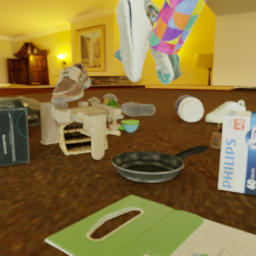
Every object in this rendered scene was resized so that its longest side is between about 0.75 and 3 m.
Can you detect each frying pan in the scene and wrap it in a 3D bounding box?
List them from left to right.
[{"bbox_3d":[0.699,0.730,6.450,1.547,0.416,2.557,9,12,33],"label":"frying pan"}]

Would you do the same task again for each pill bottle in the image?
[{"bbox_3d":[2.766,-0.864,12.674,1.096,1.096,1.895,0,11,2],"label":"pill bottle"}]

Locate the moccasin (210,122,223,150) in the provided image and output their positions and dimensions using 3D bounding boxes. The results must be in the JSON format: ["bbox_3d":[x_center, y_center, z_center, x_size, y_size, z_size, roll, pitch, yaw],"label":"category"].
[{"bbox_3d":[2.971,0.187,8.534,1.670,0.644,0.611,-11,16,-44],"label":"moccasin"}]

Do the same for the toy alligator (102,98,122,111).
[{"bbox_3d":[-0.858,-1.023,14.352,0.974,0.706,2.937,33,10,-7],"label":"toy alligator"}]

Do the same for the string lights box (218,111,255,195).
[{"bbox_3d":[3.090,0.507,4.877,2.789,1.433,0.822,5,12,22],"label":"string lights box"}]

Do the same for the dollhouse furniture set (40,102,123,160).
[{"bbox_3d":[-1.263,0.013,7.981,1.461,1.248,2.819,-9,16,-38],"label":"dollhouse furniture set"}]

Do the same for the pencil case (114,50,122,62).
[{"bbox_3d":[-0.136,-3.512,14.685,0.577,0.627,1.357,-24,62,-33],"label":"pencil case"}]

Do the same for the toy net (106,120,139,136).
[{"bbox_3d":[-0.657,0.006,10.066,2.115,0.408,1.110,-9,15,-38],"label":"toy net"}]

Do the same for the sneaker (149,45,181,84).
[{"bbox_3d":[1.387,-2.640,10.092,0.957,2.099,0.814,-16,8,-41],"label":"sneaker"}]

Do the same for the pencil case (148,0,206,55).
[{"bbox_3d":[1.260,-2.874,6.610,1.026,2.321,1.026,12,47,-14],"label":"pencil case"}]

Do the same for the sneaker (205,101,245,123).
[{"bbox_3d":[4.291,-0.696,12.379,2.246,0.904,0.858,-9,16,-31],"label":"sneaker"}]

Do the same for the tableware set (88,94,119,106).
[{"bbox_3d":[-1.267,-1.338,15.183,1.710,0.198,1.428,-7,-27,19],"label":"tableware set"}]

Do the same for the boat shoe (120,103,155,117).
[{"bbox_3d":[0.441,-0.924,14.245,1.881,0.712,0.675,5,5,-24],"label":"boat shoe"}]

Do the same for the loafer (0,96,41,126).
[{"bbox_3d":[-4.298,-0.633,10.792,1.006,1.134,2.983,37,14,23],"label":"loafer"}]

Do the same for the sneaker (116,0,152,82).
[{"bbox_3d":[0.332,-2.984,9.637,1.120,2.782,1.063,-11,21,-23],"label":"sneaker"}]

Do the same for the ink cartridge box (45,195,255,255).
[{"bbox_3d":[0.627,1.385,2.223,2.519,0.747,1.308,9,14,38],"label":"ink cartridge box"}]

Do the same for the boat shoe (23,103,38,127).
[{"bbox_3d":[-3.743,-0.024,9.089,0.856,0.806,2.384,-29,16,24],"label":"boat shoe"}]

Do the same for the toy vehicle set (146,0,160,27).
[{"bbox_3d":[0.934,-3.930,10.043,0.726,1.169,0.155,-37,18,46],"label":"toy vehicle set"}]

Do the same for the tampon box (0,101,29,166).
[{"bbox_3d":[-3.263,0.073,7.187,1.166,1.384,1.847,-5,12,-24],"label":"tampon box"}]

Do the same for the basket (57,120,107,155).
[{"bbox_3d":[-1.295,0.177,7.934,1.264,0.902,0.941,-5,11,-21],"label":"basket"}]

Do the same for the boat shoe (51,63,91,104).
[{"bbox_3d":[-1.875,-1.469,8.896,0.965,0.915,2.547,-8,23,7],"label":"boat shoe"}]
